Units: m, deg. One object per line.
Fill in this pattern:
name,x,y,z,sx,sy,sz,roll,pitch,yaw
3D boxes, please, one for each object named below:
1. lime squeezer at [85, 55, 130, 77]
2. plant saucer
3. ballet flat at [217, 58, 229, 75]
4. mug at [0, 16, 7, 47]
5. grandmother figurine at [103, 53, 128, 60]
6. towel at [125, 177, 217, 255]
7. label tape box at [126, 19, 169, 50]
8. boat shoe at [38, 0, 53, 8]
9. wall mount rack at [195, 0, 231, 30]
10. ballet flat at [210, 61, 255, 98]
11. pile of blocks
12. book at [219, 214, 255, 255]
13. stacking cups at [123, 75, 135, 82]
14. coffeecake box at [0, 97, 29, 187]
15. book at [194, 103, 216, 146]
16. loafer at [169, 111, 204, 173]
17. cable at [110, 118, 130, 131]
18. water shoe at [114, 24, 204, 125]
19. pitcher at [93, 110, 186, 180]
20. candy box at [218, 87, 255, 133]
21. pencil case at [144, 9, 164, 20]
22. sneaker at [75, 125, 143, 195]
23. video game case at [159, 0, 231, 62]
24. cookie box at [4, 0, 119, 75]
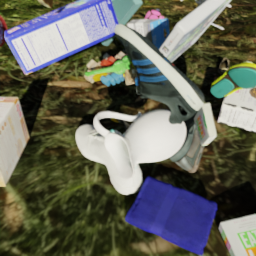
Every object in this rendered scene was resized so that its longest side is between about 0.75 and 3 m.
lime squeezer,-0.171,-1.258,5.560,0.516,0.276,1.462,4,34,39
plant saucer,-0.544,-4.074,10.313,0.267,2.816,0.984,-42,97,-34
ballet flat,4.472,-2.873,13.000,0.509,0.350,1.512,13,40,16
mug,-4.589,-2.876,7.985,1.358,1.807,2.035,-41,25,11
grandmother figurine,-0.557,-3.478,13.778,1.365,0.413,0.828,-1,12,3
towel,1.037,2.051,6.697,1.890,0.468,1.396,18,48,21
label tape box,0.753,-3.394,10.295,1.480,1.067,0.468,9,38,30
boat shoe,-1.783,-2.689,5.723,0.275,0.321,0.877,10,1,0
wall mount rack,2.672,-3.771,9.242,1.121,1.290,0.481,6,45,-1
ballet flat,2.938,-1.373,7.429,0.730,2.186,0.733,46,78,-3
pile of blocks,-0.200,-1.316,6.140,1.672,0.520,0.686,-16,70,8
book,2.937,2.824,5.711,1.408,0.507,2.108,-9,40,-6
stacking cups,0.169,-2.171,12.180,0.254,0.254,0.840,-31,47,-33
coffeecake box,-3.621,0.339,7.893,0.755,1.587,2.068,1,38,2
book,1.727,-0.036,6.237,0.258,1.074,0.717,-9,75,4
loafer,2.073,0.327,8.697,0.839,0.958,2.667,46,47,-6
cable,-0.186,-0.175,9.772,1.020,0.257,0.495,41,36,25
water shoe,0.317,-0.798,4.252,1.798,0.709,0.643,46,21,7
pitcher,0.260,0.087,5.722,1.704,1.033,1.462,-23,70,-37
candy box,4.653,-0.809,9.758,2.537,0.908,2.128,17,47,18
pencil case,0.935,-4.197,11.898,0.784,0.760,1.675,20,69,2
sneaker,-0.567,0.476,7.953,1.113,1.309,2.958,-26,45,-27
video game case,1.520,-2.347,7.103,0.306,2.386,2.624,46,63,2
cookie box,-1.994,-2.786,8.122,2.856,1.073,2.443,-28,30,-11
